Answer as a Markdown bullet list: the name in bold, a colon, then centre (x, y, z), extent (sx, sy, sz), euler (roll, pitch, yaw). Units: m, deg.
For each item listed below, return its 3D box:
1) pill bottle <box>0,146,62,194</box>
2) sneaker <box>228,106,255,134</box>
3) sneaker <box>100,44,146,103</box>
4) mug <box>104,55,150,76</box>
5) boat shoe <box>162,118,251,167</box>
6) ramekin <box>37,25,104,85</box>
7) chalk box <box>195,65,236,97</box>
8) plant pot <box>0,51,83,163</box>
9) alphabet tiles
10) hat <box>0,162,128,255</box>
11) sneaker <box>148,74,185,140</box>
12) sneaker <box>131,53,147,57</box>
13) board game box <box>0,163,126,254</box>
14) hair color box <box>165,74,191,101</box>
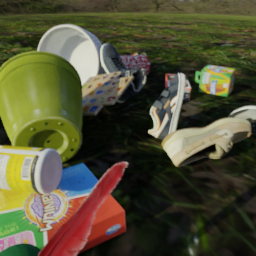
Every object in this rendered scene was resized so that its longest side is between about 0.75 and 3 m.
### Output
- **pill bottle**: centre (-2.226, 0.819, 5.650), extent (1.565, 0.894, 0.894), euler (3, 28, 15)
- **sneaker**: centre (4.396, -0.101, 9.014), extent (2.313, 0.855, 0.917), euler (9, 34, 16)
- **sneaker**: centre (-0.190, -2.365, 10.938), extent (0.936, 2.463, 1.780), euler (-19, 1, -30)
- **mug**: centre (-0.136, -3.090, 14.163), extent (2.053, 1.369, 1.822), euler (-17, 34, -35)
- **boat shoe**: centre (2.387, 0.454, 7.888), extent (2.887, 1.042, 0.938), euler (-9, 53, -22)
- **ramekin**: centre (-2.386, -3.049, 12.520), extent (2.922, 2.922, 1.534), euler (8, 19, 14)
- **chalk box**: centre (3.842, -2.172, 12.696), extent (1.694, 1.057, 1.050), euler (13, 30, 26)
- **plant pot**: centre (-2.412, -0.379, 7.980), extent (2.688, 2.688, 2.588), euler (-9, 41, -16)
- **alphabet tiles**: centre (-1.146, -1.256, 10.114), extent (2.796, 0.106, 2.337), euler (1, 46, 43)
- **hat**: centre (-1.580, 1.719, 3.444), extent (2.695, 2.372, 2.232), euler (-19, 20, -37)
- **sneaker**: centre (1.174, -0.693, 8.689), extent (0.847, 2.134, 0.837), euler (12, 1, -2)
- **sneaker**: centre (0.112, -3.685, 15.717), extent (2.307, 0.915, 0.853), euler (-20, 35, -31)
- **board game box**: centre (-1.726, 1.780, 5.603), extent (2.713, 0.547, 2.076), euler (-16, 29, -28)
- **hair color box**: centre (2.198, -1.866, 12.577), extent (0.997, 0.601, 1.964), euler (3, 28, 3)
